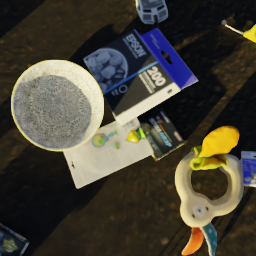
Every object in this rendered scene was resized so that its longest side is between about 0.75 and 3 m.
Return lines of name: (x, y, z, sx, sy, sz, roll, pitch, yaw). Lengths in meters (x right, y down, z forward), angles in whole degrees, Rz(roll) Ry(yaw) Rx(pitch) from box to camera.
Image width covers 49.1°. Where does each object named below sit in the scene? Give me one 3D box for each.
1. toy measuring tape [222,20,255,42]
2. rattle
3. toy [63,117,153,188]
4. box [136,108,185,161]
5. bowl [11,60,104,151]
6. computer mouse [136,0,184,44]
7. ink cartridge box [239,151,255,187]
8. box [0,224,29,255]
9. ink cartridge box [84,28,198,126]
toy measuring tape: (3.993, -3.243, 9.058, 1.826, 0.672, 0.672, 32, 76, 10)
rattle: (2.126, 1.725, 6.889, 1.899, 2.083, 2.916, 28, 68, -10)
toy: (-0.560, 0.656, 7.903, 2.268, 0.535, 1.306, -26, 69, 2)
box: (0.895, 0.188, 8.202, 0.991, 0.287, 1.247, -30, 75, -9)
bowl: (-1.846, -0.638, 7.797, 2.386, 1.120, 2.386, 0, 99, -2)
computer mouse: (0.841, -3.920, 9.339, 1.498, 0.599, 2.733, -12, 79, 1)
ink cartridge box: (3.665, 1.178, 7.937, 0.961, 0.211, 0.970, 5, 75, 1)
box: (-3.502, 3.138, 7.274, 1.446, 0.333, 1.149, 27, 75, 8)
ink cartridge box: (0.283, -1.720, 8.179, 2.544, 0.552, 2.521, -30, 61, 1)
